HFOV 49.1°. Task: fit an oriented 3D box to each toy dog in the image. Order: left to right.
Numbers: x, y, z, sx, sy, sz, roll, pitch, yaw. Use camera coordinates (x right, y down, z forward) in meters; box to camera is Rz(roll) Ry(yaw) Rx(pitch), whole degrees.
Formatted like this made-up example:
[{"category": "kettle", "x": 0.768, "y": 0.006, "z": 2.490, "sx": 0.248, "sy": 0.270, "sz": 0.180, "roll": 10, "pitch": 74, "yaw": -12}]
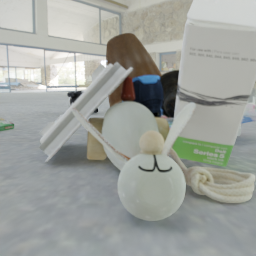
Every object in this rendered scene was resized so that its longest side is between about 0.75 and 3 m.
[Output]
[{"category": "toy dog", "x": 0.144, "y": -0.021, "z": 3.748, "sx": 1.881, "sy": 1.373, "sz": 2.851, "roll": -5, "pitch": 10, "yaw": -27}]

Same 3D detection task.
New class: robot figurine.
[{"category": "robot figurine", "x": -1.922, "y": -1.104, "z": 12.067, "sx": 0.996, "sy": 1.199, "sz": 1.596, "roll": -25, "pitch": 21, "yaw": -29}]

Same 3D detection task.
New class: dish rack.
[{"category": "dish rack", "x": -0.798, "y": -0.403, "z": 4.977, "sx": 0.441, "sy": 2.026, "sz": 1.739, "roll": 42, "pitch": 3, "yaw": -10}]

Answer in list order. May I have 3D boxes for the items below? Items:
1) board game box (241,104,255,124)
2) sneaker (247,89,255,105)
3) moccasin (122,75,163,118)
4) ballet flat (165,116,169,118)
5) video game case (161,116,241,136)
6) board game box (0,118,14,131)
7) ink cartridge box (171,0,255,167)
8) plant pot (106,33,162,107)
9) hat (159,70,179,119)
[{"category": "board game box", "x": 2.207, "y": -0.333, "z": 6.277, "sx": 1.260, "sy": 0.275, "sz": 1.266, "roll": 6, "pitch": -6, "yaw": -5}, {"category": "sneaker", "x": 4.109, "y": -1.484, "z": 11.914, "sx": 2.557, "sy": 1.477, "sz": 0.959, "roll": 12, "pitch": -18, "yaw": 19}, {"category": "moccasin", "x": 0.249, "y": -0.248, "z": 6.236, "sx": 1.024, "sy": 0.868, "sz": 2.546, "roll": -9, "pitch": -16, "yaw": 0}, {"category": "ballet flat", "x": 1.410, "y": -0.633, "z": 8.310, "sx": 0.883, "sy": 0.328, "sz": 0.328, "roll": -42, "pitch": 16, "yaw": -5}, {"category": "video game case", "x": 1.488, "y": -0.087, "z": 7.872, "sx": 1.966, "sy": 0.240, "sz": 2.750, "roll": -2, "pitch": 9, "yaw": -12}, {"category": "board game box", "x": -3.743, "y": -0.093, "z": 7.572, "sx": 0.711, "sy": 0.154, "sz": 1.056, "roll": 21, "pitch": 16, "yaw": 22}, {"category": "ink cartridge box", "x": 1.261, "y": -0.769, "z": 4.098, "sx": 0.910, "sy": 2.167, "sz": 1.577, "roll": 11, "pitch": 45, "yaw": 13}, {"category": "plant pot", "x": 0.075, "y": -1.867, "z": 9.033, "sx": 1.957, "sy": 2.094, "sz": 1.957, "roll": -16, "pitch": -5, "yaw": -1}, {"category": "hat", "x": 1.468, "y": -0.657, "z": 7.363, "sx": 1.778, "sy": 1.778, "sz": 0.717, "roll": 0, "pitch": 42, "yaw": 0}]
